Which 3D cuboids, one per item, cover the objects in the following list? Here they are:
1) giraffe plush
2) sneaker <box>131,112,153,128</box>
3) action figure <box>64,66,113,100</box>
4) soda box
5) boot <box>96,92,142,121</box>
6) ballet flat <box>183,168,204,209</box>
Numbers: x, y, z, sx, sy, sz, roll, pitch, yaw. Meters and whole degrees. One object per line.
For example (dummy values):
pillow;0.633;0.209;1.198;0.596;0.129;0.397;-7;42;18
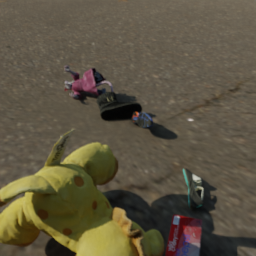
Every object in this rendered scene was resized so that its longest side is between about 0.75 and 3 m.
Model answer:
giraffe plush;-0.614;1.706;4.781;2.545;2.950;2.392;-35;77;-31
sneaker;0.516;-0.255;8.698;0.477;0.458;1.216;9;9;-20
action figure;-1.652;-1.665;10.500;1.818;1.218;1.354;-3;-4;35
soda box;0.913;2.461;4.863;0.581;0.642;1.834;7;35;16
boot;-0.335;-0.814;9.635;1.478;0.556;1.105;-6;35;-7
ballet flat;1.559;1.410;6.606;0.388;0.385;1.133;-11;42;10
